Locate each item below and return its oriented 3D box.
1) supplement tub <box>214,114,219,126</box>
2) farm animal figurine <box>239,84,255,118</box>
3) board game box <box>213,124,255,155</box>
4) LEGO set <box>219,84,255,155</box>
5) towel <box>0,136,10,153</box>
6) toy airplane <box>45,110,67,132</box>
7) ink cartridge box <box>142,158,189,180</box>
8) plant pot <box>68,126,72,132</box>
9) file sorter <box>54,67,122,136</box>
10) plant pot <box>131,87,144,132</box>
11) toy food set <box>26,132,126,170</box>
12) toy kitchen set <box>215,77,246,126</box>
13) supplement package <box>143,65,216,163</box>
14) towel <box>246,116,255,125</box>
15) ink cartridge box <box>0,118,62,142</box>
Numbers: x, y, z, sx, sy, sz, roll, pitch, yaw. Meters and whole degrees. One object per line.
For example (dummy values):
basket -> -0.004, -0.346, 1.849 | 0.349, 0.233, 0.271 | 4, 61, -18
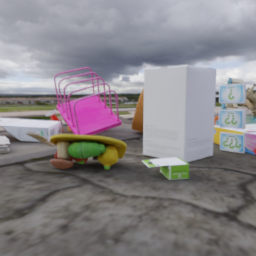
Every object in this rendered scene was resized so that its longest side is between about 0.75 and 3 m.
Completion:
supplement tub -> 3.894, -0.238, 13.105 | 0.846, 0.846, 1.380 | -1, 7, -11
farm animal figurine -> 6.231, -1.110, 13.513 | 1.839, 1.145, 2.278 | 39, 7, 10
board game box -> 4.387, 0.336, 9.046 | 2.278, 0.600, 2.977 | -2, 7, -14
LEGO set -> 3.386, -0.169, 7.318 | 0.661, 2.011, 2.692 | -6, 8, -34
towel -> -4.437, 0.517, 8.689 | 1.316, 0.342, 1.985 | -3, 7, -30
toy airplane -> -3.416, -0.270, 13.165 | 1.151, 1.146, 0.812 | 9, -37, 9
ink cartridge box -> 0.759, 0.854, 5.844 | 0.840, 0.318, 0.621 | -3, 7, -11
plant pot -> -2.009, -0.537, 13.696 | 1.886, 1.320, 1.886 | 0, 5, 0
file sorter -> -1.768, -1.176, 11.544 | 1.904, 1.718, 2.740 | -19, 38, -22
plant pot -> 1.391, -0.826, 12.390 | 1.776, 2.537, 2.537 | 20, 9, 6
toy food set -> -1.162, 0.648, 6.562 | 2.213, 0.723, 1.302 | 3, -17, 8
toy kitchen set -> 4.298, -0.922, 11.782 | 1.222, 1.662, 2.074 | 3, 37, 2
supplement package -> 1.407, -0.420, 7.707 | 1.446, 2.415, 1.464 | -6, 10, -43
towel -> 5.791, -0.245, 14.007 | 1.454, 0.215, 1.983 | -25, 18, -24
ink cartridge box -> -4.159, 0.058, 11.046 | 2.649, 0.663, 2.132 | 1, 7, 0
